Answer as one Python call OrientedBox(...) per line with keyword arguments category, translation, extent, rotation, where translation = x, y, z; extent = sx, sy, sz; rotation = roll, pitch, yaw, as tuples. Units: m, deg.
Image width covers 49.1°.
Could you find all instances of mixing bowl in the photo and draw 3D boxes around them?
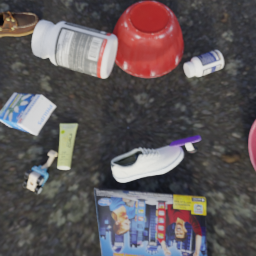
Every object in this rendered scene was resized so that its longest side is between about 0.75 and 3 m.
OrientedBox(category="mixing bowl", translation=(0.670, -3.196, 9.362), extent=(2.656, 1.439, 2.656), rotation=(0, 69, -1))

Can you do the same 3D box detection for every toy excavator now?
OrientedBox(category="toy excavator", translation=(-2.529, 1.260, 8.243), extent=(0.520, 1.041, 1.012), rotation=(24, 116, 7))

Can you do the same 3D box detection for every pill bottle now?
OrientedBox(category="pill bottle", translation=(-1.588, -2.428, 8.508), extent=(2.305, 1.335, 1.335), rotation=(16, 71, 3))
OrientedBox(category="pill bottle", translation=(2.500, -2.104, 9.360), extent=(1.189, 0.660, 0.660), rotation=(-20, 71, -8))

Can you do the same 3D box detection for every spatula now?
OrientedBox(category="spatula", translation=(1.594, 0.480, 7.317), extent=(0.738, 2.610, 0.268), rotation=(-14, 75, 15))

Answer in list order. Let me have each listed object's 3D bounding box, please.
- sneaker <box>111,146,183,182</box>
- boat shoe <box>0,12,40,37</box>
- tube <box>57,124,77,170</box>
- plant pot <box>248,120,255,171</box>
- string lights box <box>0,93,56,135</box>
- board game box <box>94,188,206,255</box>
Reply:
OrientedBox(category="sneaker", translation=(0.445, 0.766, 6.623), extent=(1.776, 0.629, 0.649), rotation=(-21, 43, -1))
OrientedBox(category="boat shoe", translation=(-4.268, -3.697, 9.891), extent=(2.200, 0.774, 0.774), rotation=(-13, 68, -6))
OrientedBox(category="tube", translation=(-1.905, 0.534, 8.584), extent=(0.425, 0.380, 1.465), rotation=(20, 60, -34))
OrientedBox(category="plant pot", translation=(4.887, 0.515, 7.761), extent=(1.980, 2.213, 2.213), rotation=(-4, 69, -17))
OrientedBox(category="string lights box", translation=(-2.519, -0.375, 6.833), extent=(1.611, 0.475, 0.828), rotation=(9, 64, 47))
OrientedBox(category="board game box", translation=(0.446, 3.227, 7.287), extent=(2.987, 0.921, 2.985), rotation=(5, 71, 2))
